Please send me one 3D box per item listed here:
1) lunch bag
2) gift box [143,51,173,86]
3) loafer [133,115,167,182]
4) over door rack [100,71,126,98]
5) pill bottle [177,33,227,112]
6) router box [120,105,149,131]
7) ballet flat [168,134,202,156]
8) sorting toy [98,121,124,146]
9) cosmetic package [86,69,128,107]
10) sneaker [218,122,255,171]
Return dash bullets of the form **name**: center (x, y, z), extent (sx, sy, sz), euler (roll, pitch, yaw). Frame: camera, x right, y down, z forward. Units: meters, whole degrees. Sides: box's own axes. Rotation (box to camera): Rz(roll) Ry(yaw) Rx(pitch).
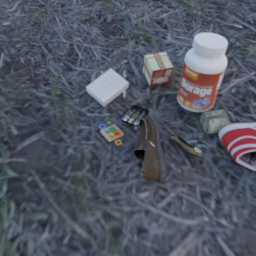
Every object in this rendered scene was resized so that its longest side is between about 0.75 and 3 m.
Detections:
- **lunch bag**: center (3.298, -0.169, 10.519), extent (0.990, 0.690, 0.830), euler (-6, 58, -7)
- **gift box**: center (1.359, -2.652, 12.544), extent (1.228, 1.133, 1.146), euler (-10, 57, -17)
- **loafer**: center (0.631, 0.602, 9.565), extent (0.939, 0.966, 2.646), euler (-4, 47, -6)
- **over door rack**: center (-0.657, -1.984, 12.291), extent (1.135, 0.512, 1.536), euler (-1, 48, 0)
- **pill bottle**: center (2.768, -2.032, 10.486), extent (1.514, 2.700, 1.514), euler (1, 44, -1)
- **router box**: center (0.270, -0.422, 11.006), extent (0.758, 0.260, 1.017), euler (23, 51, 20)
- **ballet flat**: center (2.011, 0.569, 9.841), extent (0.474, 0.326, 1.408), euler (11, 17, -47)
- **sorting toy**: center (-0.595, 0.166, 10.453), extent (0.681, 0.165, 1.210), euler (-27, 58, -31)
- **cosmetic package**: center (-0.864, -1.701, 11.718), extent (1.442, 0.373, 1.087), euler (-41, 73, -20)
- **sneaker**: center (4.787, 0.497, 9.492), extent (2.978, 1.061, 1.675), euler (-11, 39, 3)
